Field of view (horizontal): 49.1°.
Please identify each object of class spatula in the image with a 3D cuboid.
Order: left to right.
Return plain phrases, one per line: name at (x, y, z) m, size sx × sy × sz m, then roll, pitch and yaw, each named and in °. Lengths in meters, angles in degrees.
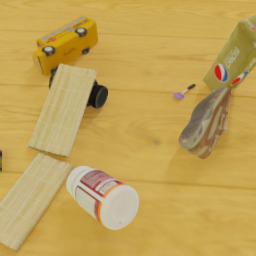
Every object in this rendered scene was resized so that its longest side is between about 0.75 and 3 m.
spatula at (2.026, -1.304, 9.844) m, size 1.086 × 0.112 × 0.307 m, roll -35°, pitch 61°, yaw -26°

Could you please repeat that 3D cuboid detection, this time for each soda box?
soda box at (3.398, -2.123, 8.692) m, size 0.943 × 2.785 × 0.892 m, roll -27°, pitch 71°, yaw -18°

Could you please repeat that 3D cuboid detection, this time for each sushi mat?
sushi mat at (-2.529, 1.743, 7.216) m, size 1.208 × 0.153 × 2.526 m, roll 14°, pitch 51°, yaw 21°
sushi mat at (-1.950, -0.587, 8.395) m, size 1.371 × 0.173 × 2.866 m, roll 11°, pitch 72°, yaw 14°

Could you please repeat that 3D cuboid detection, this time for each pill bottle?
pill bottle at (-1.616, -1.282, 9.241) m, size 1.783 × 0.997 × 0.997 m, roll 22°, pitch 54°, yaw 18°
pill bottle at (-0.667, 1.538, 6.553) m, size 0.982 × 0.982 × 1.792 m, roll -37°, pitch 32°, yaw -26°

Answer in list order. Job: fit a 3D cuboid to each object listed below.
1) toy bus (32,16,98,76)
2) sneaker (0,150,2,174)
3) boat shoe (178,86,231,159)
toy bus at (-2.450, -3.257, 10.900) m, size 1.169 × 0.972 × 2.987 m, roll 33°, pitch 57°, yaw 24°
sneaker at (-3.792, 0.882, 7.860) m, size 0.419 × 0.377 × 1.019 m, roll -11°, pitch 50°, yaw -7°
boat shoe at (2.371, -0.173, 8.085) m, size 0.924 × 0.974 × 2.573 m, roll 44°, pitch 63°, yaw -12°
